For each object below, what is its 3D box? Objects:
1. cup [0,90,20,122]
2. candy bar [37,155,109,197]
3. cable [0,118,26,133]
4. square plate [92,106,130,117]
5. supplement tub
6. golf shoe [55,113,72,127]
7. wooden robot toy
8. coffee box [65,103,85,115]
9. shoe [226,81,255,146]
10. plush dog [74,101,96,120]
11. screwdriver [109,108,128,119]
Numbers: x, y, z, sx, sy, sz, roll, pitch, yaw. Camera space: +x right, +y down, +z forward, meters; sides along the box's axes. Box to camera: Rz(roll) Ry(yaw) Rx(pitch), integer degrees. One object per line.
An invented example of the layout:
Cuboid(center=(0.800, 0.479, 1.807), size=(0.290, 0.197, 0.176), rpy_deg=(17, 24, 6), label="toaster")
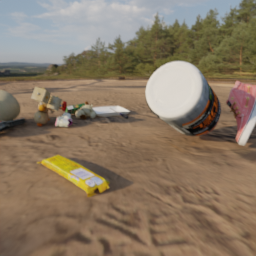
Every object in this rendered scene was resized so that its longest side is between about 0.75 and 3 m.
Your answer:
Cuboid(center=(-5.336, -0.654, 11.421), size=(1.486, 1.486, 1.063), rpy_deg=(1, 37, 6), label="cup")
Cuboid(center=(-1.346, 1.013, 6.511), size=(0.615, 0.273, 2.468), rpy_deg=(-16, 21, -39), label="candy bar")
Cuboid(center=(-4.648, -0.231, 10.420), size=(1.312, 0.680, 2.702), rpy_deg=(-17, 10, 22), label="cable")
Cuboid(center=(-1.005, -0.832, 14.183), size=(1.707, 0.245, 1.724), rpy_deg=(-6, 15, -21), label="square plate")
Cuboid(center=(1.822, -0.715, 8.570), size=(1.701, 1.701, 2.775), rpy_deg=(9, -9, 32), label="supplement tub")
Cuboid(center=(-2.561, -0.283, 11.647), size=(0.601, 0.495, 1.313), rpy_deg=(14, 19, 3), label="golf shoe")
Cuboid(center=(-3.296, -0.653, 11.439), size=(1.270, 1.308, 2.882), rpy_deg=(19, -9, -7), label="wooden robot toy")
Cuboid(center=(-2.585, -0.908, 13.696), size=(0.936, 0.206, 0.576), rpy_deg=(-14, -21, -28), label="coffee box")
Cuboid(center=(3.580, -0.517, 8.951), size=(1.028, 0.807, 2.260), rpy_deg=(21, 64, 19), label="shoe")
Cuboid(center=(-2.073, -0.718, 13.011), size=(0.957, 0.768, 0.822), rpy_deg=(14, 43, 45), label="plush dog")
Cuboid(center=(-0.451, -0.715, 13.352), size=(0.186, 0.179, 1.280), rpy_deg=(14, 12, -47), label="screwdriver")
